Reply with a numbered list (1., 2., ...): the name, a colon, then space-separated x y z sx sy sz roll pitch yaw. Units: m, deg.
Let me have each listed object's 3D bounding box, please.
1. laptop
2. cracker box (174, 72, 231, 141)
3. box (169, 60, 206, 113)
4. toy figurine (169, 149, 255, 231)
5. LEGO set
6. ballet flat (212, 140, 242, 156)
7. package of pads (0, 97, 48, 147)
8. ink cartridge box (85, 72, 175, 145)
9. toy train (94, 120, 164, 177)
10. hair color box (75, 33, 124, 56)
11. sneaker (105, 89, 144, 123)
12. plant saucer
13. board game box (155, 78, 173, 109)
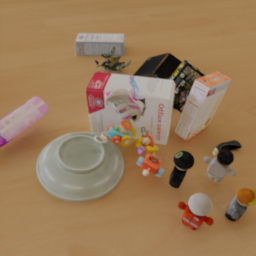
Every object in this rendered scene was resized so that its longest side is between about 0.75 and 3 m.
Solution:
1. laptop: 1.558 -2.552 12.969 2.039 1.053 1.807 36 55 1
2. cracker box: 2.406 -0.707 9.169 1.394 2.081 0.600 -24 52 -41
3. box: 2.010 -1.394 9.941 1.280 1.603 0.395 31 22 -18
4. toy figurine: 2.061 1.466 7.083 1.856 1.311 1.885 -5 50 -8
5. LEGO set: -0.812 -2.761 13.177 1.670 0.729 2.571 14 54 20
6. ballet flat: 3.183 0.650 9.025 1.116 0.371 0.317 -18 31 -22
7. package of pads: -3.610 -0.215 9.203 1.135 0.713 1.883 -25 17 49
8. ink cartridge box: 0.087 -0.646 9.342 2.689 1.984 1.151 9 42 12
9. toy train: 0.210 0.478 8.294 2.246 0.625 1.687 30 24 11
10. hair color box: -1.475 -4.486 15.024 2.530 0.767 1.253 1 39 0
11. sneaker: -0.063 -0.552 7.392 0.551 1.356 0.598 -23 55 38
12. plant saucer: -1.383 0.905 8.258 2.589 0.650 2.589 5 45 -5
13. board game box: 1.178 -1.484 11.777 1.134 0.254 2.165 -5 39 -2
